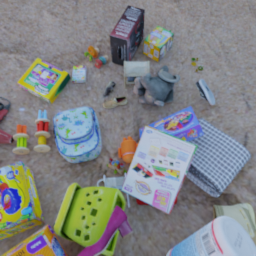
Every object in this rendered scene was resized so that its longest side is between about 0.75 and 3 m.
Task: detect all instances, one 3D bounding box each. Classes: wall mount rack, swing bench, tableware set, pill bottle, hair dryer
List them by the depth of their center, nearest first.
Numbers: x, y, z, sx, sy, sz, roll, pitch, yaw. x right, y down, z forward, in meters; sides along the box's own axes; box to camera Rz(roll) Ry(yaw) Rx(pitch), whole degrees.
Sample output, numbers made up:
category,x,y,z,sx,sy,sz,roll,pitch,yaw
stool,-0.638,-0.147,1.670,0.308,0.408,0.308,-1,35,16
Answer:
category,x,y,z,sx,sy,sz,roll,pitch,yaw
pill bottle,2.171,4.050,8.306,3.000,1.631,1.631,-46,63,27
wall mount rack,-0.447,2.382,10.613,1.443,0.538,1.254,-6,99,-2
hair dryer,-5.673,-0.244,11.888,1.969,0.702,2.586,-34,67,-17
swing bench,0.376,-2.435,12.802,1.138,1.144,0.742,0,62,0
tableware set,3.384,-3.100,13.730,0.595,0.135,0.883,2,62,1

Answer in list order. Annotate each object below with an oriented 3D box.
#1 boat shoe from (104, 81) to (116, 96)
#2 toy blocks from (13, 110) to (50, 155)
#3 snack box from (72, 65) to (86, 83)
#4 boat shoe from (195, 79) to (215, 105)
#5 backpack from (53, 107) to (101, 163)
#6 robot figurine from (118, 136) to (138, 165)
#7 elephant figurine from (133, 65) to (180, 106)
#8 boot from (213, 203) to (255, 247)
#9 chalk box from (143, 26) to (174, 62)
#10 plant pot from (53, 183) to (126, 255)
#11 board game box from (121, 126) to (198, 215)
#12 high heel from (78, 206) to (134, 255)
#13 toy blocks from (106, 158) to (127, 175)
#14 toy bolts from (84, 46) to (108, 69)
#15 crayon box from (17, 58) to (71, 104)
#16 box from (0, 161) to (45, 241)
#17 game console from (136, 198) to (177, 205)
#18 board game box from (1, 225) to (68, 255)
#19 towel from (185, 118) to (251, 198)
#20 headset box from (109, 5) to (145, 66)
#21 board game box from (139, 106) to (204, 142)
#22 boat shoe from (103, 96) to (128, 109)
category,x,y,z,sx,sy,sz,roll,pitch,yaw
boat shoe,-0.833,-1.817,12.943,0.318,0.323,0.867,21,65,10
toy blocks,-4.005,0.125,11.683,1.504,0.655,1.804,-6,64,-4
snack box,-2.328,-2.563,13.353,0.618,0.230,0.869,-3,63,8
boat shoe,3.394,-1.523,12.432,0.463,0.428,1.253,-34,92,-44
backpack,-2.033,0.261,11.162,1.861,1.494,2.034,-13,64,-6
robot figurine,0.039,0.929,11.290,0.814,0.660,1.132,1,62,-16
elephant figurine,1.550,-1.936,12.426,2.327,1.646,1.805,-24,91,-28
boot,3.790,3.598,9.841,1.451,0.680,1.867,-2,61,-1
chalk box,1.581,-4.265,13.871,0.990,0.995,1.599,33,66,16
plant pot,-1.259,3.021,9.409,1.801,1.984,1.975,10,64,12
board game box,1.052,1.418,9.762,1.913,0.504,2.500,23,96,18
high heel,-0.810,3.018,7.916,1.861,0.627,0.895,-23,69,-28
toy blocks,-0.478,1.464,10.974,0.868,0.593,0.434,26,61,22
toy bolts,-1.447,-3.558,13.584,1.077,1.029,0.747,47,64,2
crayon box,-3.863,-2.182,12.944,1.817,0.530,1.568,27,73,14
box,-4.368,2.674,9.954,2.067,1.309,2.146,-20,65,-8
game console,1.068,2.159,10.720,1.322,0.911,1.535,-9,74,31
board game box,-2.817,4.566,8.066,2.304,2.306,2.304,-31,85,-15
towel,3.071,1.042,10.946,2.662,1.139,2.204,39,68,19
headset box,-0.063,-4.273,13.401,0.911,1.806,2.430,20,63,12
board game box,1.598,0.156,10.866,2.317,0.519,1.558,-24,26,13
boat shoe,-0.581,-1.193,12.565,1.133,0.376,0.419,-16,61,-9
